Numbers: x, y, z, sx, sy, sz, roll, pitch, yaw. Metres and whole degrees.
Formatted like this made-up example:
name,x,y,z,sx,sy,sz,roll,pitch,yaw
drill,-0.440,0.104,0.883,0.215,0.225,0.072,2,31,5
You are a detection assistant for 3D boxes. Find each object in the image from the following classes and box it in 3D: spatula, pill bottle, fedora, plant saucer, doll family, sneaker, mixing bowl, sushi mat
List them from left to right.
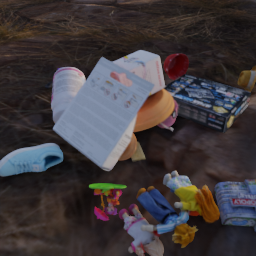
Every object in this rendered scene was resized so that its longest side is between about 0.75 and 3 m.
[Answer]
name,x,y,z,sx,sy,sz,roll,pitch,yaw
sneaker,-2.392,0.851,6.997,1.623,0.600,0.665,-22,36,-28
spatula,-2.832,-2.132,11.614,0.667,0.242,2.359,6,35,10
pill bottle,-1.876,-0.964,8.871,1.052,1.052,1.855,-4,50,-6
plant saucer,-0.221,0.418,7.409,0.901,0.901,0.145,14,5,19
plant saucer,0.128,-0.721,8.381,2.455,0.459,2.455,-10,33,6
sushi mat,0.206,0.641,7.782,0.376,0.048,0.786,-7,35,-11
mixing bowl,1.746,-2.407,10.670,1.013,1.013,0.549,-18,39,-24
doll family,0.931,1.615,5.529,2.235,1.007,1.387,-20,39,-26
fedora,4.382,-1.805,10.380,0.462,1.133,1.133,16,37,8

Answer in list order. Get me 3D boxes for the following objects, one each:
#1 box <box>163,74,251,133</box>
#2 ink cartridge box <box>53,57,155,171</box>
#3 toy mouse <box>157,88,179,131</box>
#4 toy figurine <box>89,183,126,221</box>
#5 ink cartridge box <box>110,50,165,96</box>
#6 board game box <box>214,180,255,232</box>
name,x,y,z,sx,sy,sz,roll,pitch,yaw
box,2.539,-0.974,9.618,2.604,0.599,2.070,24,41,30
ink cartridge box,-0.603,-0.400,7.351,1.946,0.683,2.394,33,85,28
toy mouse,0.769,-0.560,8.818,2.478,0.540,2.788,-31,37,-28
toy figurine,-0.426,1.554,5.821,0.776,0.714,0.582,-1,-2,8
ink cartridge box,0.167,-1.472,8.173,1.416,1.042,1.024,-29,37,-20
board game box,2.638,1.701,5.934,1.327,0.409,1.326,2,34,3
